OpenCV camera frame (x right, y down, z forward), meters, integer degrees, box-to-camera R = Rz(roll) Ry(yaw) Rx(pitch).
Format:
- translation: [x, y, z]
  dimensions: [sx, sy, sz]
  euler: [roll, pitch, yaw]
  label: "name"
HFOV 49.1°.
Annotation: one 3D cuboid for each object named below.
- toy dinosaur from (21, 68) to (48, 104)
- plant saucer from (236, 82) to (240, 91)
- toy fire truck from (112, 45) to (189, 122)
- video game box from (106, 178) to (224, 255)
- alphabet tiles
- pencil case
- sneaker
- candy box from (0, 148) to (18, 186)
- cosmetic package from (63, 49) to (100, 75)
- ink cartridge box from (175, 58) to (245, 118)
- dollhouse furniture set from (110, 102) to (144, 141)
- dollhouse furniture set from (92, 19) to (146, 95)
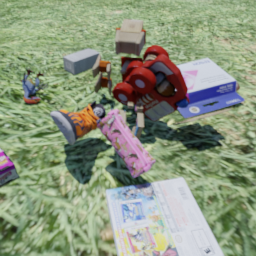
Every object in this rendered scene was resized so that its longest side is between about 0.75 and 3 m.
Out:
- translation: [-4.162, -1.667, 12.115]
  dimensions: [1.097, 2.089, 1.896]
  euler: [21, 57, -24]
  label: "toy dinosaur"
- translation: [4.415, -2.036, 12.793]
  dimensions: [1.369, 0.250, 1.369]
  euler: [-1, 36, 0]
  label: "plant saucer"
- translation: [0.882, -1.265, 9.121]
  dimensions: [2.111, 2.514, 1.409]
  euler: [39, 57, -16]
  label: "toy fire truck"
- translation: [0.692, 2.284, 6.540]
  dimensions: [2.119, 0.544, 2.326]
  euler: [-5, 36, -11]
  label: "video game box"
- translation: [2.412, -0.343, 9.280]
  dimensions: [1.545, 0.059, 1.857]
  euler: [-17, 0, -16]
  label: "alphabet tiles"
- translation: [-0.049, 0.411, 7.293]
  dimensions: [1.839, 0.761, 0.796]
  euler: [54, 20, 13]
  label: "pencil case"
- translation: [-1.318, -0.302, 8.042]
  dimensions: [1.461, 1.012, 2.608]
  euler: [-34, 2, -12]
  label: "sneaker"
- translation: [-4.240, 1.070, 8.193]
  dimensions: [1.259, 0.563, 1.846]
  euler: [-27, 44, -33]
  label: "candy box"
- translation: [-2.349, -3.411, 14.289]
  dimensions: [0.925, 0.781, 1.732]
  euler: [31, 43, 34]
  label: "cosmetic package"
- translation: [2.922, -1.812, 11.822]
  dimensions: [2.880, 0.635, 2.934]
  euler: [-16, 43, -15]
  label: "ink cartridge box"
- translation: [-0.161, -0.211, 8.586]
  dimensions: [1.141, 0.745, 1.078]
  euler: [6, 53, -8]
  label: "dollhouse furniture set"
- translation: [0.144, -2.450, 10.561]
  dimensions: [2.756, 2.726, 1.420]
  euler: [7, 50, 7]
  label: "dollhouse furniture set"
